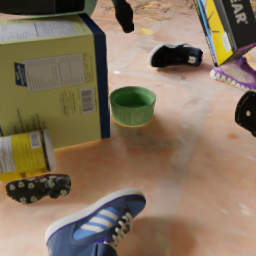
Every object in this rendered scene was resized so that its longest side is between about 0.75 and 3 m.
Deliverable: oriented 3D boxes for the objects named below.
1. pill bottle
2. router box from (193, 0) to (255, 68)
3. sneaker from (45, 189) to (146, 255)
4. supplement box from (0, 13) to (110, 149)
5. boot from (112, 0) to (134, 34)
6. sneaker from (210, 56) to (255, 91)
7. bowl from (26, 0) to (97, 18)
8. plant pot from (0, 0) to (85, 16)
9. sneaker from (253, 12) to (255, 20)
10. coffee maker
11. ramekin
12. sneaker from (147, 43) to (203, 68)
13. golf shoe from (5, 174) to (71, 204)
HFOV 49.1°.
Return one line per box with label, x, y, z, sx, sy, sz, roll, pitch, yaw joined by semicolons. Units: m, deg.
pill bottle;-2.420;0.620;5.861;1.671;0.930;0.930;-10;36;-15
router box;1.443;-1.862;4.373;0.408;1.597;1.191;-18;-1;3
sneaker;-0.258;1.820;4.327;1.849;0.745;1.354;-18;40;-24
supplement box;-2.003;-1.038;6.661;2.709;2.712;1.821;-11;37;-16
boot;-0.219;-3.892;8.961;0.556;1.503;1.232;-19;75;6
sneaker;3.855;-1.911;9.468;2.167;0.958;0.872;29;43;33
bowl;-2.399;-4.214;8.257;2.781;2.781;1.455;9;28;13
plant pot;-1.887;-3.398;6.440;1.502;1.693;1.689;24;33;18
sneaker;2.725;-1.771;4.860;1.662;0.638;0.696;16;49;12
coffee maker;4.107;-0.452;7.303;2.036;1.371;1.956;-30;76;-34
ramekin;0.123;-0.612;7.875;1.305;0.638;1.305;0;35;0
sneaker;1.969;-2.723;10.700;2.338;0.854;1.308;-24;41;-32
golf shoe;-1.760;1.176;5.598;1.265;0.488;0.557;-3;12;-4
